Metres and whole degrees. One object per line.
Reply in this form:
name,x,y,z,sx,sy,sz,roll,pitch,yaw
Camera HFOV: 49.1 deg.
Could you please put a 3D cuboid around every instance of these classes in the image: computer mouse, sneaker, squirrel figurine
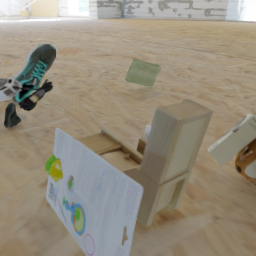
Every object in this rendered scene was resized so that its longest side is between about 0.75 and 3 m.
computer mouse,-3.864,-1.127,8.747,2.725,0.598,1.494,8,39,6
sneaker,-3.574,-0.411,8.760,0.314,0.821,0.470,27,23,28
squirrel figurine,3.626,0.517,5.722,2.637,1.866,2.461,-38,20,-19
sneaker,-3.628,-2.016,10.827,1.042,2.686,1.225,34,9,-49

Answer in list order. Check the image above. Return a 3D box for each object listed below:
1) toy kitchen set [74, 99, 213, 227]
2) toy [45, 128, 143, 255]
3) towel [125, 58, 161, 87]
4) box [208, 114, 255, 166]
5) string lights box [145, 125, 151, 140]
toy kitchen set,0.406,0.125,5.803,1.985,2.195,2.433,-15,38,-43
toy,-0.597,1.104,4.772,0.637,1.554,2.699,2,15,-41
towel,0.645,-2.334,12.062,1.465,1.087,0.267,7,29,-30
box,2.332,0.251,6.088,0.412,1.205,0.495,47,12,3
string lights box,0.952,0.156,7.138,0.994,0.293,0.511,2,24,10
